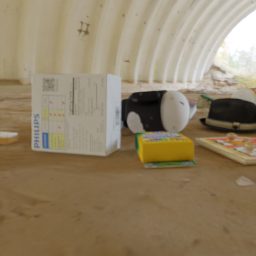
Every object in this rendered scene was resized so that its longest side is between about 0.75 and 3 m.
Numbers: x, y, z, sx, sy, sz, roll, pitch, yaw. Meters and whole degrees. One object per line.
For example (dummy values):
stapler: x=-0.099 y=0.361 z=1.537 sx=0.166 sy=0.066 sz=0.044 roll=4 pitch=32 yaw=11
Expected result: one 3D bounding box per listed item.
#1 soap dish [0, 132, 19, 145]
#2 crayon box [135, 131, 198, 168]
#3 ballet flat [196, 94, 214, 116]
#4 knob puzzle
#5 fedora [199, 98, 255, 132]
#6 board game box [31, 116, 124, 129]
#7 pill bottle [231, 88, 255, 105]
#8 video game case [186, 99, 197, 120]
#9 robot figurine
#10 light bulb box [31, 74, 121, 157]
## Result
soap dish: x=-4.098 y=0.346 z=9.225 sx=0.786 sy=0.319 sz=0.618 roll=2 pitch=9 yaw=15
crayon box: x=0.928 y=0.509 z=7.481 sx=1.290 sy=0.529 sz=2.052 roll=-2 pitch=10 yaw=-5
ballet flat: x=4.546 y=-0.777 z=13.400 sx=2.740 sy=1.032 sz=0.929 roll=21 pitch=13 yaw=25
knob puzzle: x=3.753 y=0.452 z=8.122 sx=3.002 sy=0.416 sz=3.002 roll=2 pitch=9 yaw=0
fedora: x=4.362 y=-0.623 z=11.747 sx=2.630 sy=1.201 sz=2.630 roll=3 pitch=12 yaw=-1
board game box: x=-1.894 y=-0.274 z=11.575 sx=2.865 sy=0.621 sz=2.851 roll=8 pitch=13 yaw=20
pill bottle: x=6.813 y=-1.184 z=14.250 sx=2.946 sy=1.714 sz=1.714 roll=-5 pitch=10 yaw=-24
video game case: x=2.717 y=-1.198 z=16.187 sx=2.446 sy=0.308 sz=2.685 roll=7 pitch=26 yaw=25
robot figurine: x=0.944 y=-0.599 z=10.454 sx=2.645 sy=1.650 sz=1.987 roll=-1 pitch=11 yaw=28
light bulb box: x=-1.441 y=-0.426 z=8.060 sx=2.212 sy=2.192 sz=1.380 roll=3 pitch=6 yaw=14
